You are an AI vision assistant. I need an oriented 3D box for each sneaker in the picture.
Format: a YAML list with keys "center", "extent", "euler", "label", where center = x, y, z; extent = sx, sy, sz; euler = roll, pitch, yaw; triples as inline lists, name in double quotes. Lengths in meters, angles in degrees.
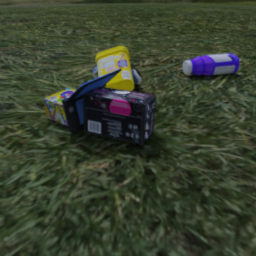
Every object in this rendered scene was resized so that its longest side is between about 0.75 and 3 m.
- center: [-0.481, -2.282, 12.281]
  extent: [2.512, 0.951, 0.968]
  euler: [21, 56, 34]
  label: "sneaker"

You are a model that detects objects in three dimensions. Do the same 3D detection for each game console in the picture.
- center: [-0.982, -0.839, 8.609]
  extent: [1.096, 1.581, 1.852]
  euler: [8, 29, 37]
  label: "game console"

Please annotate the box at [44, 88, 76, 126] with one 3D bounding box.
- center: [-1.946, -0.722, 9.438]
  extent: [1.168, 0.739, 1.212]
  euler: [19, 35, 28]
  label: "box"

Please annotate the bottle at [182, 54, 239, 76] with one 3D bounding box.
- center: [3.918, -2.985, 13.352]
  extent: [2.635, 0.860, 1.100]
  euler: [-9, 32, -15]
  label: "bottle"

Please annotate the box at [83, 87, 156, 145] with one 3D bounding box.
- center: [-0.238, -0.406, 8.309]
  extent: [1.900, 1.255, 1.090]
  euler: [12, 25, 21]
  label: "box"

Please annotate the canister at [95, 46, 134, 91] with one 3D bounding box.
- center: [-0.542, -2.212, 11.142]
  extent: [1.406, 0.820, 1.894]
  euler: [-15, 55, 9]
  label: "canister"
